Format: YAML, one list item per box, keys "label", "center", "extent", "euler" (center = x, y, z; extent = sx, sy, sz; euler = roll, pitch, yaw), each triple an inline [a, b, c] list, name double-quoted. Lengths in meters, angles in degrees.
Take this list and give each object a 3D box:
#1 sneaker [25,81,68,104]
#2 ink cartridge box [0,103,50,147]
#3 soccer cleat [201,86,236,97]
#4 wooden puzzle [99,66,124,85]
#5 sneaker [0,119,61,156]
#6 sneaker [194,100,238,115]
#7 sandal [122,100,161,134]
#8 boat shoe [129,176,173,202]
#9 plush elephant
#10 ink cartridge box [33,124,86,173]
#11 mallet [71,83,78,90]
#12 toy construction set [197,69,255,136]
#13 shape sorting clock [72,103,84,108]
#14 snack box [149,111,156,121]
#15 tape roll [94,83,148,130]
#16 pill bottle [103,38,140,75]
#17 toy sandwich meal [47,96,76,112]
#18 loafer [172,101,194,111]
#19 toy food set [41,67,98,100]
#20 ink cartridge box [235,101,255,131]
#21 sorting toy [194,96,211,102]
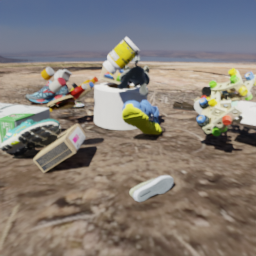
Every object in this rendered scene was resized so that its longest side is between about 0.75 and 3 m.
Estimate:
- label: "sneaker"
  center: [-4.475, -2.013, 15.421]
  extent: [2.488, 1.188, 0.987]
  euler: [-15, 22, -39]
- label: "ink cartridge box"
  center: [-4.173, -0.116, 9.474]
  extent: [2.492, 1.035, 1.827]
  euler: [6, 18, 19]
- label: "soccer cleat"
  center: [5.465, -2.117, 16.571]
  extent: [0.842, 0.785, 2.301]
  euler: [-9, 16, -35]
- label: "wooden puzzle"
  center: [-0.505, -2.216, 11.290]
  extent: [1.116, 0.279, 1.205]
  euler: [15, 47, -6]
- label: "sneaker"
  center: [-2.664, 0.104, 7.525]
  extent: [2.035, 0.788, 0.810]
  euler: [-17, 53, 27]
- label: "sneaker"
  center: [3.986, -0.903, 12.380]
  extent: [2.264, 0.833, 1.335]
  euler: [11, 23, 2]
- label: "sandal"
  center: [0.469, -0.485, 9.288]
  extent: [0.896, 0.982, 2.255]
  euler: [0, -15, 23]
- label: "boat shoe"
  center: [0.516, 1.273, 6.127]
  extent: [1.073, 0.386, 0.333]
  euler: [-14, 20, -31]
- label: "plush elephant"
  center: [0.271, -1.857, 10.082]
  extent: [1.098, 1.334, 1.033]
  euler: [8, 5, 5]
- label: "ink cartridge box"
  center: [-1.793, 0.519, 7.550]
  extent: [1.080, 0.492, 1.311]
  euler: [-31, 12, 13]
- label: "mallet"
  center: [-2.249, -1.385, 10.709]
  extent: [0.169, 0.270, 0.820]
  euler: [14, 56, 50]
- label: "toy construction set"
  center: [2.914, -0.674, 8.338]
  extent: [1.713, 1.203, 2.612]
  euler: [-23, 20, 38]
- label: "shape sorting clock"
  center: [-2.724, -1.180, 14.289]
  extent: [0.933, 0.183, 0.933]
  euler: [1, 11, 0]
- label: "snack box"
  center: [0.834, -0.358, 10.948]
  extent: [0.222, 0.595, 0.837]
  euler: [26, 25, 10]
- label: "tape roll"
  center: [-0.302, -0.936, 11.292]
  extent: [2.169, 1.489, 2.169]
  euler: [3, 19, -1]
- label: "pill bottle"
  center: [-0.233, -2.219, 8.791]
  extent: [1.128, 0.634, 0.634]
  euler: [-42, 10, 14]
- label: "toy sandwich meal"
  center: [-1.837, -0.648, 7.774]
  extent: [0.850, 0.291, 0.850]
  euler: [-21, 4, 1]
- label: "loafer"
  center: [2.769, -1.108, 13.796]
  extent: [1.169, 0.417, 0.427]
  euler: [5, 18, 16]
- label: "toy food set"
  center: [-2.067, -1.704, 10.479]
  extent: [0.980, 1.039, 2.177]
  euler: [-31, -30, 24]
- label: "ink cartridge box"
  center: [4.210, -0.254, 8.605]
  extent: [1.643, 0.692, 1.188]
  euler: [15, 0, -39]
- label: "sorting toy"
  center: [4.408, -1.596, 15.583]
  extent: [1.255, 0.304, 2.228]
  euler: [8, 18, 24]
